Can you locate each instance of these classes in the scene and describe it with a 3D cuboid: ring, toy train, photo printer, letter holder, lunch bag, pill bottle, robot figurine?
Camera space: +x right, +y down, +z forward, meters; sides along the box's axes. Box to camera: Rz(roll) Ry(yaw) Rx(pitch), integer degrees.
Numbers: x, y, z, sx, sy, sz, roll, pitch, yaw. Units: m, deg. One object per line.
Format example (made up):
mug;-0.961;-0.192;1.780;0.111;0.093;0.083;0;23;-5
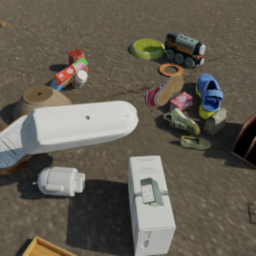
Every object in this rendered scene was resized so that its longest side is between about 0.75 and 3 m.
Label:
ring;2.321;-3.091;15.073;1.248;0.120;1.248;0;43;0
toy train;3.070;-4.339;15.402;2.529;1.441;1.077;33;54;30
photo printer;-1.324;-0.004;7.784;2.892;2.406;1.004;-8;84;-30
letter holder;5.192;0.136;10.588;2.338;1.662;1.176;-33;53;-30
lunch bag;3.613;-0.316;11.556;0.799;0.974;0.573;-31;52;-27
pill bottle;-2.360;-2.374;13.635;0.551;0.968;0.551;8;71;-23
robot figurine;-2.293;1.794;9.383;1.636;0.924;1.388;4;5;4

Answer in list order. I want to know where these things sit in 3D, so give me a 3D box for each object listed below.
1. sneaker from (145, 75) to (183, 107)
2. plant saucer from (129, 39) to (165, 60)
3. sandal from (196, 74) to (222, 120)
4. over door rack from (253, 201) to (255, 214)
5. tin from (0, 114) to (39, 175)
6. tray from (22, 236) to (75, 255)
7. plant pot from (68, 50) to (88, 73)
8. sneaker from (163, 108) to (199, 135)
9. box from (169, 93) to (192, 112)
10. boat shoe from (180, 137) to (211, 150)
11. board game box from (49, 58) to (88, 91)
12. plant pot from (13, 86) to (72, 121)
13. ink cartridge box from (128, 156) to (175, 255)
sneaker;1.287;-1.381;10.483;1.725;0.615;0.970;-44;21;-30
plant saucer;1.161;-4.765;16.659;2.160;0.336;2.160;0;43;0
sandal;3.774;-1.704;12.826;1.151;1.260;2.895;1;42;3
over door rack;4.576;2.677;8.831;1.037;0.345;0.766;-10;40;20
tin;-4.108;0.540;10.508;1.532;0.573;2.736;39;63;14
tray;-2.134;3.752;7.817;1.615;0.299;0.797;18;46;17
plant pot;-2.704;-3.518;14.849;1.061;1.032;1.061;0;44;0
sneaker;2.140;-0.167;11.707;0.789;0.589;1.757;-19;42;-18
box;2.405;-1.127;12.747;1.021;0.487;0.509;-32;52;-29
boat shoe;2.674;0.553;11.081;1.195;0.376;0.436;7;44;7
board game box;-2.927;-2.490;13.553;0.378;1.433;1.873;48;53;-6
plant pot;-3.747;-1.013;12.148;2.556;1.180;2.556;0;43;0
ink cartridge box;0.584;2.293;8.305;0.995;1.728;2.368;-2;45;-5
